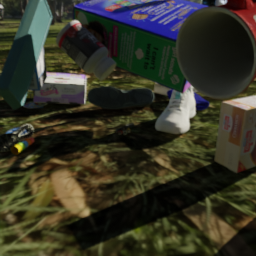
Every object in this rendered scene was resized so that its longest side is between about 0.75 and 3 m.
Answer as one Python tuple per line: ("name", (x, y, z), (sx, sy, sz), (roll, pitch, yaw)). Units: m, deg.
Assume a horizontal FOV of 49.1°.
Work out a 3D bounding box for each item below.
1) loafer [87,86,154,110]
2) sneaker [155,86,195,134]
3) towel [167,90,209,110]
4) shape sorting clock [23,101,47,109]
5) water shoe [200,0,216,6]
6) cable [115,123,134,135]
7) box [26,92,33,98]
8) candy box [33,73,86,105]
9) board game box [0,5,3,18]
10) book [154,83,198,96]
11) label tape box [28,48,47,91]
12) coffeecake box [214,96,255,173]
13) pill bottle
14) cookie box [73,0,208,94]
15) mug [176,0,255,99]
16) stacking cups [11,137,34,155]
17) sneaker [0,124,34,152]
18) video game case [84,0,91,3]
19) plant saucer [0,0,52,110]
("loafer", (-0.309, -1.102, 11.414), (2.667, 0.958, 0.839), (0, -18, -4))
("sneaker", (1.665, -0.748, 9.537), (1.113, 1.309, 2.958), (9, 23, 19))
("towel", (2.478, -1.173, 11.943), (1.396, 0.468, 1.890), (5, 20, -7))
("shape sorting clock", (-3.886, -1.005, 11.767), (0.985, 0.193, 0.985), (0, 21, 0))
("water shoe", (3.000, -4.488, 10.111), (0.643, 0.709, 1.798), (-28, -10, 0))
("cable", (-0.090, 0.054, 9.150), (0.495, 0.257, 1.020), (-12, 5, 15))
("box", (-4.877, -1.548, 13.147), (0.878, 0.220, 0.330), (4, 22, 9))
("candy box", (-2.979, -1.818, 12.610), (2.128, 0.908, 2.537), (3, 19, -9))
("board game box", (-3.935, -3.161, 7.725), (0.816, 0.549, 0.140), (-17, 66, -45))
("book", (2.532, -1.989, 14.067), (2.108, 0.507, 1.408), (-16, 30, -39))
("label tape box", (-2.621, -1.839, 7.913), (0.468, 1.067, 1.480), (-1, 32, -3))
("coffeecake box", (3.253, 0.052, 7.049), (2.068, 1.587, 0.755), (-12, 24, -27))
("pill bottle", (-0.813, -1.513, 5.608), (1.166, 0.645, 0.645), (44, 28, 1))
("cookie box", (0.603, -2.206, 6.462), (2.856, 1.073, 2.443), (26, 44, 23))
("mug", (2.023, -1.572, 4.379), (2.035, 1.807, 1.358), (-30, 73, -31))
("stacking cups", (-2.929, 0.460, 7.852), (0.254, 0.254, 0.840), (5, 22, 13))
("sneaker", (-3.367, 0.321, 8.059), (0.571, 0.503, 1.282), (-11, 14, 44))
("video game case", (-0.350, -3.742, 9.673), (2.624, 2.386, 0.306), (14, -12, 5))
("plant saucer", (-2.301, -1.852, 6.485), (0.267, 2.816, 0.984), (7, -21, 4))
